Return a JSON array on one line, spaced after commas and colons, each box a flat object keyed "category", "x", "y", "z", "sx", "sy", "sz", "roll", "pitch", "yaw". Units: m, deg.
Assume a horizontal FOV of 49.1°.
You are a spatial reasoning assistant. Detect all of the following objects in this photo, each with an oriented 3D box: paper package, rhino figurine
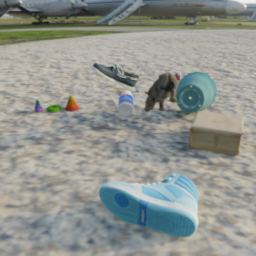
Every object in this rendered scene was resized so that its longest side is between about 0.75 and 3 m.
[{"category": "paper package", "x": 3.259, "y": 0.132, "z": 10.315, "sx": 1.766, "sy": 0.913, "sz": 1.683, "roll": 9, "pitch": 27, "yaw": 19}, {"category": "rhino figurine", "x": 1.113, "y": -1.221, "z": 10.546, "sx": 0.784, "sy": 1.146, "sz": 2.621, "roll": 11, "pitch": -14, "yaw": -13}]

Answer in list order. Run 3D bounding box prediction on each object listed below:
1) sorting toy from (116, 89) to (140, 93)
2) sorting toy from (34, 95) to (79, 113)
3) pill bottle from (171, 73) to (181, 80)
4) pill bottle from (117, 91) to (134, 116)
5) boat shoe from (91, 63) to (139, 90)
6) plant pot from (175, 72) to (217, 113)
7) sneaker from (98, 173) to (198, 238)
[{"category": "sorting toy", "x": -0.014, "y": -2.007, "z": 15.626, "sx": 1.357, "sy": 0.185, "sz": 0.764, "roll": 3, "pitch": 22, "yaw": 5}, {"category": "sorting toy", "x": -3.400, "y": -1.177, "z": 13.282, "sx": 2.075, "sy": 0.715, "sz": 0.719, "roll": -4, "pitch": 26, "yaw": -9}, {"category": "pill bottle", "x": 2.955, "y": -3.311, "z": 17.976, "sx": 0.855, "sy": 0.483, "sz": 0.483, "roll": 3, "pitch": 26, "yaw": 7}, {"category": "pill bottle", "x": -0.095, "y": -1.135, "z": 12.539, "sx": 0.706, "sy": 0.706, "sz": 1.258, "roll": 0, "pitch": 37, "yaw": 1}, {"category": "boat shoe", "x": -0.410, "y": -1.967, "z": 10.140, "sx": 2.037, "sy": 0.630, "sz": 0.763, "roll": 20, "pitch": 22, "yaw": -38}, {"category": "plant pot", "x": 2.875, "y": -1.446, "z": 12.310, "sx": 1.822, "sy": 1.822, "sz": 1.712, "roll": 10, "pitch": 20, "yaw": 19}, {"category": "sneaker", "x": 0.612, "y": 1.672, "z": 7.102, "sx": 2.461, "sy": 0.979, "sz": 1.607, "roll": 18, "pitch": 32, "yaw": 14}]
